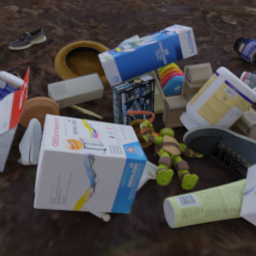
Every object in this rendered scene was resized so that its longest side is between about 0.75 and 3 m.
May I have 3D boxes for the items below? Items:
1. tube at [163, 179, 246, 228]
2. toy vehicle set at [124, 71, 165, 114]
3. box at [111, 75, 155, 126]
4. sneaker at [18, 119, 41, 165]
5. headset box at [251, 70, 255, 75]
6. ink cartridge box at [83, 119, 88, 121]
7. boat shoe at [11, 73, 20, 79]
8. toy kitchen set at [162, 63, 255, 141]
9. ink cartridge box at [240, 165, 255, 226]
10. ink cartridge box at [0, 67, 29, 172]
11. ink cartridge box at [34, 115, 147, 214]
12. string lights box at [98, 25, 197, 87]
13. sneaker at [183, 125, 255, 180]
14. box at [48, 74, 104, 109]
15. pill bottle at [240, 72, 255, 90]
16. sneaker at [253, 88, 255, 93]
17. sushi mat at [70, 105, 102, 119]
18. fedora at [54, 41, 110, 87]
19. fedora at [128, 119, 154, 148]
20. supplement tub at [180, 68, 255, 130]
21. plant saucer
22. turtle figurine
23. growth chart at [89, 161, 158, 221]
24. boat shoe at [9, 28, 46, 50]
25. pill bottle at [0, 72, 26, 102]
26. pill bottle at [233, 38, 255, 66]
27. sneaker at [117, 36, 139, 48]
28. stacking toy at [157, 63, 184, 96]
[{"bbox_3d":[2.124,1.783,6.551,2.562,0.743,0.665,-7,10,-14],"label":"tube"},{"bbox_3d":[0.611,-1.332,10.247,1.183,0.252,1.904,-13,64,-10],"label":"toy vehicle set"},{"bbox_3d":[0.194,-0.627,8.789,1.397,1.758,0.404,-25,41,-29],"label":"box"},{"bbox_3d":[-2.843,0.385,8.030,0.543,0.515,1.348,-2,74,15],"label":"sneaker"},{"bbox_3d":[5.985,-1.972,11.605,1.098,0.570,1.475,-26,42,-30],"label":"headset box"},{"bbox_3d":[-0.911,0.210,8.338,1.105,0.574,0.328,19,23,-10],"label":"ink cartridge box"},{"bbox_3d":[-4.552,-1.465,10.766,0.789,0.748,2.084,-6,37,-8],"label":"boat shoe"},{"bbox_3d":[2.576,-0.637,8.621,2.395,1.954,2.161,-9,37,-11],"label":"toy kitchen set"},{"bbox_3d":[3.262,1.491,6.119,0.997,0.980,1.354,32,54,-6],"label":"ink cartridge box"},{"bbox_3d":[-3.420,-0.332,7.843,0.701,2.457,1.997,11,32,-25],"label":"ink cartridge box"},{"bbox_3d":[-0.909,0.791,6.216,2.057,1.488,1.514,8,27,-18],"label":"ink cartridge box"},{"bbox_3d":[0.584,-2.459,9.395,2.978,0.878,1.530,-22,26,-2],"label":"string lights box"},{"bbox_3d":[2.631,0.694,7.485,2.265,0.847,1.203,11,40,-8],"label":"sneaker"},{"bbox_3d":[-1.811,-1.274,9.754,1.798,0.615,0.739,-16,67,-21],"label":"box"},{"bbox_3d":[5.086,-1.581,10.833,1.485,0.860,0.860,21,41,25],"label":"pill bottle"},{"bbox_3d":[4.291,-1.096,9.977,1.379,0.797,0.508,-27,80,-40],"label":"sneaker"},{"bbox_3d":[-1.330,-0.507,9.093,0.570,0.072,1.191,26,3,25],"label":"sushi mat"},{"bbox_3d":[-1.670,-2.353,11.399,2.628,1.072,2.628,2,60,-4],"label":"fedora"},{"bbox_3d":[0.397,0.167,8.675,0.932,0.932,0.380,10,6,13],"label":"fedora"},{"bbox_3d":[2.609,-0.634,8.249,1.402,1.928,1.402,33,23,-16],"label":"supplement tub"},{"bbox_3d":[-2.837,-0.410,8.912,1.303,1.303,0.210,-14,51,-18],"label":"plant saucer"},{"bbox_3d":[1.040,0.620,7.718,2.655,0.855,2.141,25,35,-20],"label":"turtle figurine"},{"bbox_3d":[-0.390,1.365,7.409,1.761,0.216,2.433,29,45,34],"label":"growth chart"},{"bbox_3d":[-5.571,-4.913,15.417,0.822,0.740,2.285,26,44,30],"label":"boat shoe"},{"bbox_3d":[-4.120,-0.951,9.264,0.929,1.606,0.929,29,7,-4],"label":"pill bottle"},{"bbox_3d":[5.991,-3.777,13.692,0.976,0.976,1.746,-12,38,-16],"label":"pill bottle"},{"bbox_3d":[0.043,-3.073,11.255,0.762,0.722,1.886,49,53,0],"label":"sneaker"},{"bbox_3d":[1.530,-2.296,10.994,1.091,1.031,1.879,-7,64,-36],"label":"stacking toy"}]
